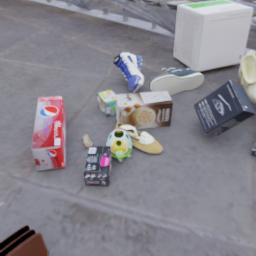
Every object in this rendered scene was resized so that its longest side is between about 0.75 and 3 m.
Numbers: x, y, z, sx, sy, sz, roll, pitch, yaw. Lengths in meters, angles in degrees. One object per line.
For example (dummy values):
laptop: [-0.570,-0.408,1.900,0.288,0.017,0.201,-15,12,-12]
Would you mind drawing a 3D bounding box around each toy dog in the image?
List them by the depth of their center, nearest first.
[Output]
toy dog: [5.255,-1.825,10.925,1.798,2.499,2.577,-9,8,15]

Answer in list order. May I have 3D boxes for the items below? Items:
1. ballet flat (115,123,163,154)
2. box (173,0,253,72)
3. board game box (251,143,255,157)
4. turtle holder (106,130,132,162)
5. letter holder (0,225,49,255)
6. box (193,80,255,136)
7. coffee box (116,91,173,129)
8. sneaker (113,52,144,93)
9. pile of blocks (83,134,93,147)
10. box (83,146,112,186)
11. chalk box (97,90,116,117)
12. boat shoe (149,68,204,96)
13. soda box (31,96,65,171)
ballet flat: [0.327,0.344,9.977,1.956,0.616,0.671,20,42,23]
box: [4.197,-4.768,14.345,2.863,2.877,2.464,-14,38,-16]
board game box: [5.767,0.709,9.328,2.641,0.372,1.786,22,54,32]
turtle holder: [-0.353,0.595,9.496,0.894,0.836,1.177,16,42,18]
letter holder: [-2.755,2.946,6.405,0.772,1.091,1.536,30,48,31]
box: [3.357,-0.653,9.861,0.877,1.682,1.245,8,58,-41]
coffee box: [0.595,-0.662,10.768,2.053,1.174,0.818,-6,40,-6]
sneaker: [-0.068,-2.696,12.885,1.303,0.911,2.256,20,47,-27]
pile of blocks: [-1.479,0.524,10.119,0.234,0.310,0.754,-45,30,13]
box: [-0.950,1.203,8.885,0.770,0.669,1.166,0,38,2]
chalk box: [-0.741,-0.958,11.513,0.693,0.696,1.119,-18,43,-22]
boat shoe: [2.117,-2.202,12.762,2.823,1.057,0.873,-16,43,-21]
soda box: [-2.741,0.085,9.948,0.945,1.044,2.981,-6,40,-7]
